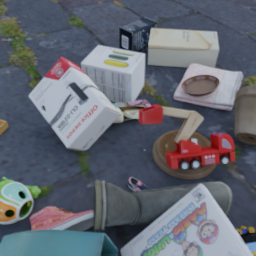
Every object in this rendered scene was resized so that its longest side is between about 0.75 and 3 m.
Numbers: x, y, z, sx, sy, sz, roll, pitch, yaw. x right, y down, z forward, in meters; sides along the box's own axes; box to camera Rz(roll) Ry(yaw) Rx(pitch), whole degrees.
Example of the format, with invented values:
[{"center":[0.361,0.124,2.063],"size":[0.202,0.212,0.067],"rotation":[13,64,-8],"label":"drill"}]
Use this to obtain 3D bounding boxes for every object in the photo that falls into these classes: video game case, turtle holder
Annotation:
[{"center":[0.881,2.291,4.758],"size":[2.199,0.261,2.002],"rotation":[-43,28,10],"label":"video game case"},{"center":[-2.691,1.758,6.561],"size":[0.906,1.275,0.969],"rotation":[14,77,16],"label":"turtle holder"}]

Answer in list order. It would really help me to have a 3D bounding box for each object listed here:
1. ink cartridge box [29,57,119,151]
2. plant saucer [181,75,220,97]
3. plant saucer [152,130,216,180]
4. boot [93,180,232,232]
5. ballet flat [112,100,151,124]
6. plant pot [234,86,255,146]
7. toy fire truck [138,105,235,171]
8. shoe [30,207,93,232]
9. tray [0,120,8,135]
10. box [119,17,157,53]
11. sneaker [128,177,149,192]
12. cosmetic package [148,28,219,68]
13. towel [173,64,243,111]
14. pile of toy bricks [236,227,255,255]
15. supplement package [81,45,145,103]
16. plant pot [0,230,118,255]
[{"center":[-1.590,-0.669,8.151],"size":[1.608,0.933,2.228],"rotation":[-46,68,11],"label":"ink cartridge box"},{"center":[2.482,-1.426,9.610],"size":[1.283,0.221,1.283],"rotation":[-12,35,8],"label":"plant saucer"},{"center":[1.636,0.678,8.111],"size":[1.888,0.278,1.888],"rotation":[0,42,0],"label":"plant saucer"},{"center":[0.746,1.569,5.766],"size":[2.777,2.524,1.007],"rotation":[0,75,2],"label":"boot"},{"center":[-0.089,-0.471,9.044],"size":[1.942,0.671,0.691],"rotation":[-12,32,-17],"label":"ballet flat"},{"center":[3.749,-0.255,8.150],"size":[1.547,1.547,1.343],"rotation":[18,75,18],"label":"plant pot"},{"center":[1.524,0.187,7.184],"size":[2.388,1.684,0.582],"rotation":[-6,8,-7],"label":"toy fire truck"},{"center":[-1.453,2.062,6.391],"size":[1.538,0.550,0.700],"rotation":[-19,51,-13],"label":"shoe"},{"center":[-4.490,0.306,8.496],"size":[0.791,0.297,1.604],"rotation":[14,46,15],"label":"tray"},{"center":[0.453,-4.062,12.546],"size":[1.600,1.187,0.856],"rotation":[-34,53,-30],"label":"box"},{"center":[0.333,1.538,7.124],"size":[0.814,0.334,0.286],"rotation":[25,48,25],"label":"sneaker"},{"center":[2.277,-3.354,11.843],"size":[2.800,1.023,1.449],"rotation":[4,49,6],"label":"cosmetic package"},{"center":[2.983,-1.580,10.321],"size":[2.096,0.354,2.195],"rotation":[15,47,21],"label":"towel"},{"center":[1.899,2.655,5.542],"size":[2.218,1.230,1.095],"rotation":[-2,76,-15],"label":"pile of toy bricks"},{"center":[-0.490,-1.896,10.039],"size":[1.840,1.386,1.396],"rotation":[15,46,16],"label":"supplement package"},{"center":[-1.369,2.638,5.051],"size":[1.969,1.392,1.391],"rotation":[4,56,11],"label":"plant pot"}]
